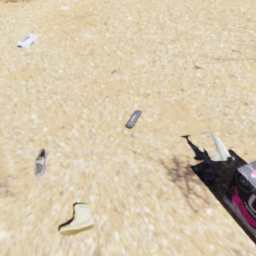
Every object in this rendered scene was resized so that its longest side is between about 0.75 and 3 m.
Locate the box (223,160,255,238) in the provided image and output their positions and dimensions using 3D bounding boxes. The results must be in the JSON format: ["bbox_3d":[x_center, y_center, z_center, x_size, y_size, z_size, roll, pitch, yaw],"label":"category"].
[{"bbox_3d":[3.979,2.051,6.742,1.793,1.557,2.713,-20,48,-19],"label":"box"}]

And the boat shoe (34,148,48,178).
[{"bbox_3d":[-2.711,1.057,8.622,0.366,0.366,1.012,-3,44,-3],"label":"boat shoe"}]

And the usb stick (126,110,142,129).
[{"bbox_3d":[0.220,-0.321,10.179,0.278,0.163,1.002,18,47,17],"label":"usb stick"}]

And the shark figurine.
[{"bbox_3d":[2.593,0.664,8.179,0.555,0.795,1.331,-29,83,5],"label":"shark figurine"}]

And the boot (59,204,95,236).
[{"bbox_3d":[-1.377,2.379,7.299,0.893,0.325,0.694,-12,46,-14],"label":"boot"}]

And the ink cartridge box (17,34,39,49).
[{"bbox_3d":[-5.093,-4.436,14.344,0.594,0.234,1.195,14,47,14],"label":"ink cartridge box"}]
